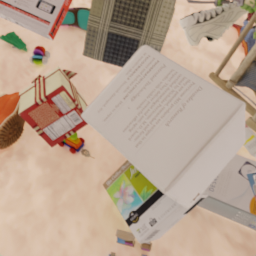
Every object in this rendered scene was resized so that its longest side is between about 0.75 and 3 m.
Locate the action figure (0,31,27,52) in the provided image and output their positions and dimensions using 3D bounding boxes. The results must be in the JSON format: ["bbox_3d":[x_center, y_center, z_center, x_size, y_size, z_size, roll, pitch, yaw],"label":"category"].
[{"bbox_3d":[-4.660,-3.540,11.698,1.242,0.340,0.734,37,61,15],"label":"action figure"}]

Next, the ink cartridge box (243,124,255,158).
[{"bbox_3d":[3.734,0.390,8.579,0.430,0.748,1.031,-42,54,22],"label":"ink cartridge box"}]

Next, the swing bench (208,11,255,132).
[{"bbox_3d":[4.010,-1.437,6.976,1.837,2.816,2.831,0,47,-26],"label":"swing bench"}]

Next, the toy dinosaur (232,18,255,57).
[{"bbox_3d":[5.065,-3.529,11.590,1.316,2.507,2.275,31,76,-25],"label":"toy dinosaur"}]

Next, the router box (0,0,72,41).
[{"bbox_3d":[-2.810,-3.890,8.343,2.059,0.503,1.848,25,87,4],"label":"router box"}]

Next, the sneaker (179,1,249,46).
[{"bbox_3d":[2.952,-3.450,9.172,2.593,1.051,0.974,-21,13,-8],"label":"sneaker"}]

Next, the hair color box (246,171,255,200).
[{"bbox_3d":[3.753,0.768,4.894,2.890,1.445,0.875,-10,75,-22],"label":"hair color box"}]

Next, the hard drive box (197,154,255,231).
[{"bbox_3d":[2.761,1.562,7.738,2.093,0.804,1.631,20,56,14],"label":"hard drive box"}]

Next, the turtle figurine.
[{"bbox_3d":[3.081,-3.386,7.915,2.359,1.751,2.433,47,74,-16],"label":"turtle figurine"}]

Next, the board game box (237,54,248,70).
[{"bbox_3d":[3.859,-2.203,8.875,0.172,0.826,1.221,39,73,17],"label":"board game box"}]

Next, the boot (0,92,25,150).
[{"bbox_3d":[-4.029,-0.293,9.107,1.272,0.890,2.372,6,46,9],"label":"boot"}]

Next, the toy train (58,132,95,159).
[{"bbox_3d":[-1.591,0.408,8.578,1.357,0.785,0.574,27,59,19],"label":"toy train"}]

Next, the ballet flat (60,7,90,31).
[{"bbox_3d":[-2.171,-4.888,12.379,2.921,1.010,1.039,9,36,7],"label":"ballet flat"}]

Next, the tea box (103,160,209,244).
[{"bbox_3d":[0.663,1.545,7.024,1.799,1.202,1.770,-47,58,13],"label":"tea box"}]

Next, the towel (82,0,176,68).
[{"bbox_3d":[0.013,-2.946,8.090,2.337,2.427,0.419,15,26,-5],"label":"towel"}]

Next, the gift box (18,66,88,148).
[{"bbox_3d":[-1.671,-0.576,6.850,1.490,1.375,1.391,-30,35,-1],"label":"gift box"}]

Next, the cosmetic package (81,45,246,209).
[{"bbox_3d":[0.767,0.032,5.588,1.921,1.933,2.310,-48,59,-2],"label":"cosmetic package"}]

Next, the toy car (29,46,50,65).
[{"bbox_3d":[-3.510,-2.886,11.053,0.718,0.616,0.821,6,55,4],"label":"toy car"}]

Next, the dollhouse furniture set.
[{"bbox_3d":[-0.004,3.132,6.682,0.999,0.691,1.058,11,56,8],"label":"dollhouse furniture set"}]
